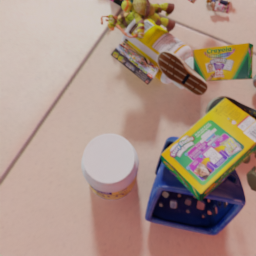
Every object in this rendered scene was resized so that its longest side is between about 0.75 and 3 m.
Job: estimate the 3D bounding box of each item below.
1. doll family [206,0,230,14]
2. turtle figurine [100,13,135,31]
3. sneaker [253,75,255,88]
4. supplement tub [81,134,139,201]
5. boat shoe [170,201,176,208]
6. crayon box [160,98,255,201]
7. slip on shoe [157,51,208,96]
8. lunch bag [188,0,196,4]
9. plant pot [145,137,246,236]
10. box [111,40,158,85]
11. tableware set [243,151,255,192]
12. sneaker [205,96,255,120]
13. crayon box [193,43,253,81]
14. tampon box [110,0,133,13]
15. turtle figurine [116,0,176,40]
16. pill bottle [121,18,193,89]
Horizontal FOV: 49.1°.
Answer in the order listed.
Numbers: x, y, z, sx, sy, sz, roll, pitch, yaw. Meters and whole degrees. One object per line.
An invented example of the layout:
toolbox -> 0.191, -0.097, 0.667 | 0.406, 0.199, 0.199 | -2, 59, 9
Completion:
doll family -> 4.047, -5.764, 12.487 | 1.009, 0.732, 1.625 | 19, 86, 0
turtle figurine -> -0.101, -4.308, 11.038 | 1.928, 2.390, 0.770 | -19, 105, 18
sneaker -> 6.073, -1.815, 10.662 | 2.729, 0.974, 1.090 | 11, 64, -2
supplement tub -> -0.524, 1.242, 8.597 | 1.677, 2.306, 1.677 | 0, 67, 0
boat shoe -> 1.447, 2.348, 9.234 | 0.332, 0.295, 0.902 | 8, 69, 1
crayon box -> 2.077, 0.486, 6.835 | 2.265, 0.660, 1.345 | -40, 59, -7
slip on shoe -> 1.716, -1.751, 8.921 | 1.892, 0.573, 0.719 | 33, 112, -6
lunch bag -> 1.957, -5.354, 10.368 | 1.687, 0.691, 1.486 | 34, 33, -12
plant pot -> 1.859, 1.629, 8.321 | 2.296, 2.296, 2.064 | 11, 48, 2
box -> 0.253, -2.273, 9.658 | 1.621, 0.281, 0.892 | 37, 43, -9
tableware set -> 3.454, 0.931, 7.555 | 0.180, 1.294, 1.549 | -8, 66, -15
sneaker -> 3.780, -0.405, 9.251 | 2.395, 1.272, 0.896 | 6, 107, -29
crayon box -> 3.077, -2.096, 9.170 | 1.823, 0.531, 1.083 | 4, 99, 38
tampon box -> 0.005, -5.950, 12.216 | 1.511, 1.133, 0.954 | 34, 71, 13
turtle figurine -> 0.596, -4.121, 9.615 | 2.079, 0.830, 2.578 | 3, 65, -24
pill bottle -> 1.255, -2.799, 10.651 | 2.948, 1.610, 1.610 | 42, 73, 15
